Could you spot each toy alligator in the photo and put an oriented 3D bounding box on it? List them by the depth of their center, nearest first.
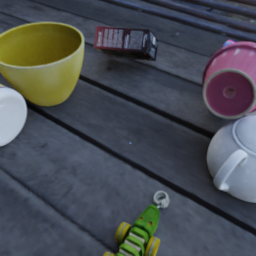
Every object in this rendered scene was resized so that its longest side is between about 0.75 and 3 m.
[{"bbox_3d":[0.230,2.371,6.176,0.947,0.687,2.858,19,49,17],"label":"toy alligator"}]

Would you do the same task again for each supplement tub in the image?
[{"bbox_3d":[-4.560,-0.652,8.397,2.485,1.806,1.806,23,50,20],"label":"supplement tub"}]

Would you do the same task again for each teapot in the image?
[{"bbox_3d":[3.257,0.574,7.172,2.456,1.817,2.488,3,46,3],"label":"teapot"}]

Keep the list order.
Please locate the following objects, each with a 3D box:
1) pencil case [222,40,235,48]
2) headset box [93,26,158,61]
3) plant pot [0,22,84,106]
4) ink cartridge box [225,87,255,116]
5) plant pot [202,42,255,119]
[{"bbox_3d":[4.714,-3.164,11.731,1.529,0.676,0.676,33,54,29],"label":"pencil case"},{"bbox_3d":[-0.138,-3.258,10.891,2.320,0.896,1.727,8,5,15],"label":"headset box"},{"bbox_3d":[-2.843,-1.968,9.527,2.903,2.061,2.903,0,45,0],"label":"plant pot"},{"bbox_3d":[3.880,-1.404,9.412,1.932,1.422,1.397,16,47,14],"label":"ink cartridge box"},{"bbox_3d":[2.950,-1.181,7.751,2.094,2.094,1.874,23,33,21],"label":"plant pot"}]
